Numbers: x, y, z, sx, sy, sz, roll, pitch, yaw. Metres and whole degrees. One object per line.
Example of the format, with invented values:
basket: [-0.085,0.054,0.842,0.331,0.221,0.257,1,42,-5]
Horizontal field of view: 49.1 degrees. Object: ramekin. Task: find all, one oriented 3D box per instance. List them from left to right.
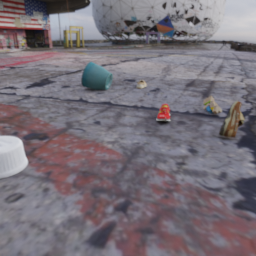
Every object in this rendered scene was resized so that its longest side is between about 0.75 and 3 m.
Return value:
ramekin: [-3.395,0.726,7.324,1.383,0.674,1.383,0,19,0]

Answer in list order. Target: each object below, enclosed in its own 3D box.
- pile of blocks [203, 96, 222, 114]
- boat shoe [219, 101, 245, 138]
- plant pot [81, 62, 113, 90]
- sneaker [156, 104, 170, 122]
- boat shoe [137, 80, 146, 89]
pile of blocks: [3.703,-0.860,12.308,0.449,0.593,1.445,39,22,-18]
boat shoe: [3.647,-0.241,9.603,0.599,0.614,1.622,23,57,20]
plant pot: [-1.760,-2.950,16.618,1.457,1.551,1.551,20,24,11]
sneaker: [1.418,-0.630,11.226,0.542,0.598,1.408,2,20,7]
boat shoe: [0.855,-2.762,17.423,0.476,0.447,1.292,5,20,14]
